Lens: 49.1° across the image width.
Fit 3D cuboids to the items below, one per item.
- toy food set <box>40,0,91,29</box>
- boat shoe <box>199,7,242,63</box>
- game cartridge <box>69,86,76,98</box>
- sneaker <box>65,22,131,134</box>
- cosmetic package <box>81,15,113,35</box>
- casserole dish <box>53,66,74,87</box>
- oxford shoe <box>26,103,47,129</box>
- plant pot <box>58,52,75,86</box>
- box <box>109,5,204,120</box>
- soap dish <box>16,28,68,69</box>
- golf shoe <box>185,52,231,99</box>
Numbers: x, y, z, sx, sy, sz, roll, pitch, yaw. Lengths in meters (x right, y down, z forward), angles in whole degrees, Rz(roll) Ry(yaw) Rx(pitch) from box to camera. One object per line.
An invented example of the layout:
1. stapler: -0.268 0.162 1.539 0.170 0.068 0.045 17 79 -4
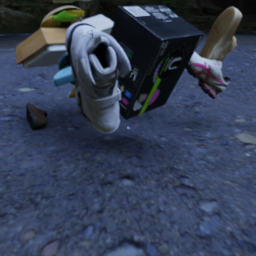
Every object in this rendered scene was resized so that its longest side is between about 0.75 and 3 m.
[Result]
1. toy food set: -2.634 -4.115 11.190 1.974 0.574 2.860 -23 -3 -39
2. boat shoe: 3.610 -3.268 10.752 0.966 2.794 1.030 7 55 -12
3. game cartridge: -1.788 -1.451 10.748 0.837 0.136 0.738 -7 40 26
4. sneaker: -0.629 -0.955 6.415 1.055 2.808 1.614 -21 25 -16
5. cosmetic package: -1.195 -3.432 12.144 1.040 2.383 1.232 -28 51 -26
6. casserole dish: -1.848 -1.796 9.170 1.487 0.289 0.901 -13 33 27
7. oxford shoe: -3.896 -0.535 11.960 0.795 0.684 1.883 -8 35 -30
8. plant pot: -1.495 -2.575 10.259 1.656 1.656 1.622 5 52 11
9. box: 0.519 -2.021 8.680 2.110 2.841 1.766 -23 59 -41
10. soap dish: -3.011 -3.155 10.981 1.859 0.960 2.363 -19 7 33
11. golf shoe: 2.936 -2.300 10.770 1.175 2.552 0.927 -44 31 9
